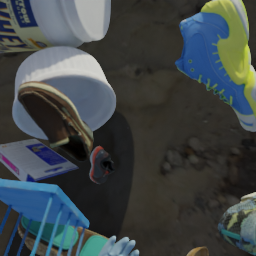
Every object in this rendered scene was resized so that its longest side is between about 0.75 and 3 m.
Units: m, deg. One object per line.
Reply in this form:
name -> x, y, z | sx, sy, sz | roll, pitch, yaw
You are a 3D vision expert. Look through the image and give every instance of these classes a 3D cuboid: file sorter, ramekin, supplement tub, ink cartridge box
file sorter -> -1.369, 1.506, 3.965 | 1.102, 1.588, 0.974 | 3, 56, 12
ramekin -> -1.226, -0.635, 5.301 | 1.840, 1.840, 0.897 | -17, 58, -5
supplement tub -> -1.788, -2.416, 5.384 | 2.517, 1.825, 1.825 | 3, 74, 19
ink cartridge box -> -1.860, 0.679, 5.608 | 0.882, 1.863, 0.345 | -11, 111, -41

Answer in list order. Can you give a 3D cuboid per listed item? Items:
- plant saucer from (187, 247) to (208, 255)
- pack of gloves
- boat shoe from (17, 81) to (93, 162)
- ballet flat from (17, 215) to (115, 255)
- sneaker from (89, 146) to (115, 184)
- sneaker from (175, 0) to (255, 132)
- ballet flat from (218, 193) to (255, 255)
plant saucer -> 1.184, 2.572, 5.191 | 0.153, 0.866, 0.866 | 21, 73, 42
pack of gloves -> -0.126, 2.223, 3.759 | 1.146, 0.269, 1.364 | 42, 89, 16
boat shoe -> -1.080, -0.009, 4.516 | 0.654, 1.770, 0.655 | -19, 51, 20
ballet flat -> -0.940, 2.377, 5.313 | 2.567, 0.838, 0.905 | 30, 45, 13
sneaker -> -0.544, 0.935, 6.198 | 0.489, 1.193, 0.460 | 26, 54, 23
sneaker -> 1.696, -1.034, 5.345 | 1.359, 0.980, 2.587 | -15, 106, 18
ballet flat -> 1.977, 1.289, 4.313 | 0.768, 2.070, 0.768 | -1, 88, 40
